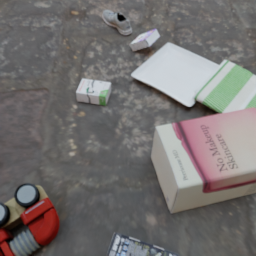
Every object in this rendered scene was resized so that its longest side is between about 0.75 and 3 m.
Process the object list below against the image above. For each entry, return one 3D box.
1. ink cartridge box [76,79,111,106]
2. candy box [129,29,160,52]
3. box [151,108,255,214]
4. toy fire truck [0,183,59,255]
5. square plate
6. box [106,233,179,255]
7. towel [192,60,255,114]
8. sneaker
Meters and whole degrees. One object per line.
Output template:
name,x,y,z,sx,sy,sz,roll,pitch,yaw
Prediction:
ink cartridge box,-1.176,-1.230,9.586,1.040,0.438,0.759,9,50,6
candy box,0.644,-3.447,11.067,0.945,0.338,0.793,-1,41,49
box,2.225,0.812,7.311,2.848,1.552,1.821,-11,54,-9
toy fire truck,-2.340,2.644,6.151,2.039,1.491,2.317,-31,71,-21
square plate,1.807,-1.959,10.215,2.501,0.356,2.477,32,59,22
box,0.113,3.448,5.981,1.566,0.477,1.943,13,54,12
towel,3.871,-0.907,9.013,2.982,0.349,2.275,35,61,22
sneaker,-0.451,-4.751,12.117,0.669,0.734,1.791,-35,60,-24
